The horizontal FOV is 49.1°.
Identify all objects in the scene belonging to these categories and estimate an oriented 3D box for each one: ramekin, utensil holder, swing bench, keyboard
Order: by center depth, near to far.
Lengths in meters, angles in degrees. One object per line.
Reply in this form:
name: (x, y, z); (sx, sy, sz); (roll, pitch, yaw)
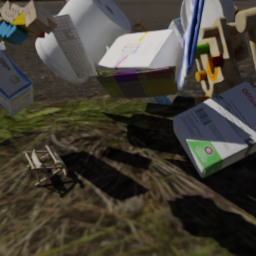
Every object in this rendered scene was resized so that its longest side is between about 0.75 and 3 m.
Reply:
keyboard: (-1.529, -2.204, 7.908); (0.657, 2.333, 0.124); (-2, 61, 13)
swing bench: (-2.364, 1.021, 8.057); (0.965, 0.626, 0.960); (-17, 35, -27)
ramekin: (2.504, -3.502, 8.709); (0.796, 1.709, 1.709); (-26, 39, -27)
utensil holder: (-1.537, -3.277, 9.944); (2.290, 2.695, 2.290); (38, 30, -26)

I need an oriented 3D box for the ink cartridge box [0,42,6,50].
ink cartridge box: (-4.289, -3.044, 9.073); (0.356, 1.048, 0.608); (-2, 24, 31)

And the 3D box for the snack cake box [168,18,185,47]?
snack cake box: (2.156, -3.505, 11.166); (0.489, 1.457, 0.838); (-24, -7, -12)

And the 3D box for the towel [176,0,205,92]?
towel: (1.345, -1.786, 6.279); (0.266, 1.639, 2.232); (9, -3, 7)

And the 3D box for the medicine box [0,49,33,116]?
medicine box: (-3.661, -1.339, 8.358); (1.467, 1.610, 0.829); (46, 66, 1)

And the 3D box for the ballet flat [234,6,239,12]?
ballet flat: (3.654, -4.147, 10.713); (0.444, 1.293, 0.408); (29, 22, -53)

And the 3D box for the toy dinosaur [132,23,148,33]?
toy dinosaur: (0.965, -2.703, 9.894); (0.680, 2.251, 1.195); (-9, 47, 40)

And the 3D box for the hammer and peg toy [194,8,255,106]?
hammer and peg toy: (2.479, -1.681, 7.432); (1.040, 2.170, 2.950); (-11, -6, -6)

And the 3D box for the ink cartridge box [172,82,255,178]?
ink cartridge box: (1.973, 0.041, 5.707); (1.739, 0.731, 1.269); (-26, 63, -1)

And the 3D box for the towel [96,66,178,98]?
towel: (0.253, -0.934, 5.927); (1.593, 1.144, 0.181); (-3, 71, 15)

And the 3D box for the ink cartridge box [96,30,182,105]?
ink cartridge box: (0.348, -1.732, 8.184); (2.292, 1.473, 1.435); (10, 59, 43)

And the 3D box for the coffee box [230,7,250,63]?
coffee box: (3.598, -3.317, 10.332); (1.132, 1.979, 0.789); (-25, 39, 16)

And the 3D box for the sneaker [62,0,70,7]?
sneaker: (-2.442, -4.773, 11.630); (1.024, 2.500, 0.963); (9, 61, 17)

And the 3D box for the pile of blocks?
pile of blocks: (-2.689, -2.390, 6.883); (2.872, 1.179, 0.892); (24, -1, 40)
